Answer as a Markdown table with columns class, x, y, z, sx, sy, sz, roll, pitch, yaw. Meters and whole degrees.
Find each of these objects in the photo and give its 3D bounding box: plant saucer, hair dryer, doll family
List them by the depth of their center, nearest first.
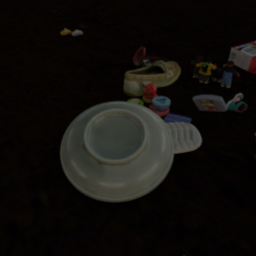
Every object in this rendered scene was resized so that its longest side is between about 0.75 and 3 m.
| class | x | y | z | sx | sy | sz | roll | pitch | yaw |
| --- | --- | --- | --- | --- | --- | --- | --- | --- | --- |
| plant saucer | -0.296 | 0.322 | 6.857 | 2.864 | 0.719 | 2.864 | -1 | 56 | 2 |
| doll family | 3.210 | -2.167 | 10.450 | 1.819 | 1.052 | 0.714 | 12 | 39 | 15 |
| hair dryer | 0.847 | -2.887 | 11.892 | 1.307 | 0.466 | 1.716 | -17 | 53 | -19 |

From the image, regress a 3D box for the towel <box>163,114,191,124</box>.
| class | x | y | z | sx | sy | sz | roll | pitch | yaw |
| --- | --- | --- | --- | --- | --- | --- | --- | --- | --- |
| towel | 1.412 | -0.056 | 8.532 | 0.808 | 0.133 | 1.117 | 14 | 39 | 21 |

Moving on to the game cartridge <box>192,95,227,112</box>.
| class | x | y | z | sx | sy | sz | roll | pitch | yaw |
| --- | --- | --- | --- | --- | --- | --- | --- | --- | --- |
| game cartridge | 2.534 | -0.775 | 8.785 | 0.976 | 0.650 | 0.200 | 6 | 56 | 45 |

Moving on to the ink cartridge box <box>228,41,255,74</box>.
| class | x | y | z | sx | sy | sz | roll | pitch | yaw |
| --- | --- | --- | --- | --- | --- | --- | --- | --- | --- |
| ink cartridge box | 5.381 | -2.996 | 11.811 | 1.630 | 0.684 | 1.431 | -21 | 43 | -26 |

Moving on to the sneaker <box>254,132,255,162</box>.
| class | x | y | z | sx | sy | sz | roll | pitch | yaw |
| --- | --- | --- | --- | --- | --- | --- | --- | --- | --- |
| sneaker | 3.874 | 0.882 | 6.773 | 1.388 | 1.150 | 2.911 | -14 | 34 | 18 |

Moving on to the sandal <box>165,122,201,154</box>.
| class | x | y | z | sx | sy | sz | roll | pitch | yaw |
| --- | --- | --- | --- | --- | --- | --- | --- | --- | --- |
| sandal | 0.589 | 0.408 | 7.510 | 2.951 | 0.725 | 1.201 | 3 | 52 | -16 |

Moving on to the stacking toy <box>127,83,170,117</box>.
| class | x | y | z | sx | sy | sz | roll | pitch | yaw |
| --- | --- | --- | --- | --- | --- | --- | --- | --- | --- |
| stacking toy | 0.650 | -0.908 | 9.221 | 1.244 | 0.581 | 1.375 | -17 | 41 | -21 |

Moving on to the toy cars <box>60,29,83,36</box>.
| class | x | y | z | sx | sy | sz | roll | pitch | yaw |
| --- | --- | --- | --- | --- | --- | --- | --- | --- | --- |
| toy cars | -3.002 | -5.087 | 14.834 | 1.202 | 0.266 | 0.539 | 6 | 39 | 8 |

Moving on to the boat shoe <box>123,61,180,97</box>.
| class | x | y | z | sx | sy | sz | roll | pitch | yaw |
| --- | --- | --- | --- | --- | --- | --- | --- | --- | --- |
| boat shoe | 0.959 | -2.035 | 10.423 | 2.763 | 0.869 | 1.008 | -26 | 45 | -30 |

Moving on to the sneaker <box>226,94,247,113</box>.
| class | x | y | z | sx | sy | sz | roll | pitch | yaw |
| --- | --- | --- | --- | --- | --- | --- | --- | --- | --- |
| sneaker | 3.697 | -0.810 | 9.244 | 0.906 | 0.379 | 0.547 | -37 | 46 | -27 |
